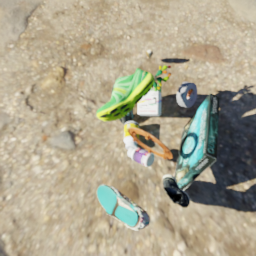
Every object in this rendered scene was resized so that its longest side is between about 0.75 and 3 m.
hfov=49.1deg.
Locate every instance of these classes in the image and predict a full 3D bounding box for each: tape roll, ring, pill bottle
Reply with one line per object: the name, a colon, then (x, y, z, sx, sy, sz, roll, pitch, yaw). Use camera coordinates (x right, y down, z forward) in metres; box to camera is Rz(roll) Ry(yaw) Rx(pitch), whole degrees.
tape roll: (2.320, -1.297, 10.988, 0.325, 0.983, 0.983, 19, 55, 42)
ring: (0.621, 0.504, 8.374, 1.576, 1.576, 0.151, 30, 73, 18)
pill bottle: (0.414, 0.952, 9.435, 0.872, 0.486, 0.486, 21, 57, 38)
pill bottle: (0.126, 0.307, 10.608, 0.572, 0.572, 1.021, 1, 59, 1)

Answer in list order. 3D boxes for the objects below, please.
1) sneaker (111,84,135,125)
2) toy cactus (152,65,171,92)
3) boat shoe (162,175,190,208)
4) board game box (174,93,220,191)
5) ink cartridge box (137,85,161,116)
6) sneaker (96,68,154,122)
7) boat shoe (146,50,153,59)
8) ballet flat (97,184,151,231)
sneaker: (-0.185, -0.980, 10.920, 0.655, 1.652, 0.623, -23, 27, -19)
toy cactus: (1.028, -1.792, 9.993, 0.879, 1.065, 0.545, -3, 50, -36)
boat shoe: (1.309, 1.852, 7.646, 0.484, 1.295, 0.429, -14, 33, 26)
board game box: (2.242, 0.440, 9.159, 0.409, 1.967, 2.908, 26, 44, -4)
ink cartridge box: (0.826, -1.051, 10.830, 0.831, 0.482, 1.148, 1, 86, 21)
sneaker: (-0.159, -1.049, 8.980, 2.231, 0.826, 0.932, -41, 65, -11)
boat shoe: (0.976, -3.285, 12.452, 0.288, 0.832, 0.307, -32, 91, 6)
ballet flat: (-0.144, 2.167, 7.589, 1.965, 0.628, 0.743, 28, 93, 49)
